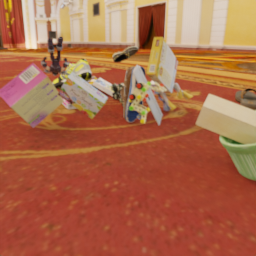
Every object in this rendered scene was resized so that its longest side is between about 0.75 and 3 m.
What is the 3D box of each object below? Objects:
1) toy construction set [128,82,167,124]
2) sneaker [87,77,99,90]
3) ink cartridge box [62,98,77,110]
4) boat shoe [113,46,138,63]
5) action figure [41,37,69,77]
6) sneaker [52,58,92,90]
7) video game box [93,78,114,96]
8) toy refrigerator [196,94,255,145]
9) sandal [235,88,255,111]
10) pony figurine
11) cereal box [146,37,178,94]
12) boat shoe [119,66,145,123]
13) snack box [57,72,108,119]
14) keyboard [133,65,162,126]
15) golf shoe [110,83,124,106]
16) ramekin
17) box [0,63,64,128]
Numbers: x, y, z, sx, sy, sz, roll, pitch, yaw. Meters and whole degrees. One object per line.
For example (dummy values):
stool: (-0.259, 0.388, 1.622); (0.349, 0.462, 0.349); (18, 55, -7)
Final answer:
toy construction set: (0.488, -0.820, 7.905); (0.821, 1.252, 0.577); (39, 9, 8)
sneaker: (-2.130, -2.561, 17.137); (0.966, 0.804, 2.145); (17, 30, 18)
ink cartridge box: (-2.875, -1.337, 14.287); (0.887, 0.347, 1.873); (-10, 20, -24)
boat shoe: (-0.083, -2.709, 10.449); (1.036, 0.369, 0.312); (-19, 51, 18)
action figure: (-2.340, -2.214, 9.049); (0.903, 1.388, 0.482); (-7, 50, -21)
sneaker: (-2.492, -2.293, 12.410); (2.332, 0.891, 0.879); (-15, -16, 34)
video game box: (-1.294, -2.401, 16.414); (1.332, 0.312, 1.214); (30, 20, 0)
toy refrigerator: (2.935, -0.102, 7.474); (2.040, 0.714, 0.775); (24, 40, 13)
sandal: (6.100, -1.583, 14.219); (1.186, 0.792, 2.902); (7, 21, 18)
pony figurine: (1.534, -1.859, 12.817); (2.154, 2.231, 1.858); (-30, 7, 45)
cereal box: (1.393, -2.384, 11.022); (0.410, 1.492, 2.074); (7, -10, 27)
boat shoe: (0.130, -1.386, 11.604); (0.832, 2.298, 0.830); (15, 5, 44)
snack box: (-1.170, -0.812, 7.182); (1.105, 0.786, 0.293); (35, 46, -10)
keyboard: (0.733, -1.145, 10.087); (0.121, 2.276, 0.641); (-11, 33, 32)
golf shoe: (0.017, -1.811, 14.218); (1.254, 1.099, 2.848); (-13, 23, -14)
ramekin: (3.694, 0.352, 7.196); (2.342, 1.144, 2.342); (-26, 11, 6)
box: (-3.471, -1.127, 10.226); (1.600, 1.819, 0.879); (-44, 69, -11)
